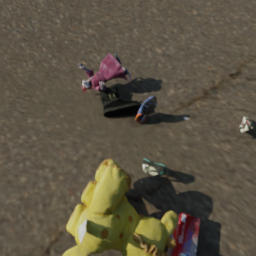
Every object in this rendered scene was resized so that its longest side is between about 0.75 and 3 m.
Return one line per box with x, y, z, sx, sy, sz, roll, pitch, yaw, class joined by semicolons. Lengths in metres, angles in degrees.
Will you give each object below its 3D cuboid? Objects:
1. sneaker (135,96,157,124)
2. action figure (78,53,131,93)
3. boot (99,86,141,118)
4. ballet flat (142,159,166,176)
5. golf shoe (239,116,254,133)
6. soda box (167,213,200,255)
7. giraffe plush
0.601;-0.682;9.684;0.458;1.216;0.477;24;43;-16;sneaker
-0.979;-1.909;10.296;1.818;1.354;1.218;-34;76;11;action figure
-0.294;-1.022;10.208;1.478;0.556;1.105;-7;58;-4;boot
0.688;1.221;8.612;0.388;0.385;1.133;-50;25;-18;ballet flat
4.005;-0.128;9.619;0.432;0.981;0.379;-36;93;22;golf shoe
1.417;3.279;7.444;0.581;0.642;1.834;20;58;-4;soda box
-0.056;2.505;7.140;2.392;2.950;2.545;30;103;-10;giraffe plush
